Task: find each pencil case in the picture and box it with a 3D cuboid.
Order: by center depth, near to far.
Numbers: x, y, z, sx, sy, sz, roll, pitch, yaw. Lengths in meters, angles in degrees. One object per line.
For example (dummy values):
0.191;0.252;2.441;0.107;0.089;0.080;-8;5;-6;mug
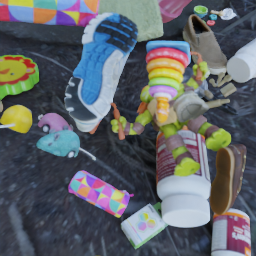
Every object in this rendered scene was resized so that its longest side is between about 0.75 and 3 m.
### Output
-1.648;-2.375;4.977;2.256;0.997;0.997;0;50;-21;pencil case
-0.535;1.250;5.392;1.199;0.530;0.530;25;55;3;pencil case

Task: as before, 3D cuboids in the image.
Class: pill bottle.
2.155;2.487;5.887;0.757;0.757;1.382;11;53;8;pill bottle
1.292;1.082;6.668;1.223;1.223;2.232;3;52;2;pill bottle
4.268;-2.342;9.421;1.878;1.065;1.065;-35;60;-23;pill bottle

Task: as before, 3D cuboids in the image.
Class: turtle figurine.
0.720;-0.136;5.570;2.828;0.911;2.281;-34;52;1;turtle figurine

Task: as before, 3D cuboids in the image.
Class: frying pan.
2.070;-1.139;8.959;1.615;0.435;2.670;-22;52;-16;frying pan

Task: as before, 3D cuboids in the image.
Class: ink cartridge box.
0.457;2.160;6.406;1.126;0.334;0.585;-28;57;-20;ink cartridge box

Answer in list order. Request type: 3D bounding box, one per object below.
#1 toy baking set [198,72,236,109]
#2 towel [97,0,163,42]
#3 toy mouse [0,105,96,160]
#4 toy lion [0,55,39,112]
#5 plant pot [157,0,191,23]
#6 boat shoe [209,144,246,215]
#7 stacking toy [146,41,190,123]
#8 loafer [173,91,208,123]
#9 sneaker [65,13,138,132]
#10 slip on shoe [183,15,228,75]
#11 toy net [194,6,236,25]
1.831;-0.791;6.237;1.178;0.137;0.904;-16;46;38;toy baking set
0.004;-2.852;7.006;1.623;0.399;2.188;-13;55;7;towel
-1.277;0.058;4.957;1.749;1.968;0.381;27;97;-12;toy mouse
-4.420;-1.663;9.141;2.659;0.913;2.549;17;47;13;toy lion
1.305;-4.092;8.023;1.474;1.646;1.646;-11;36;49;plant pot
1.692;0.873;4.651;0.451;1.283;0.452;-10;29;-27;boat shoe
0.496;-0.593;3.830;0.598;0.632;1.089;5;79;16;stacking toy
0.888;-0.345;4.209;0.424;1.122;0.383;-43;72;18;loafer
-0.521;-1.023;5.111;0.908;1.050;2.423;20;66;-1;sneaker
2.783;-3.055;10.115;1.048;0.835;2.756;-9;53;-7;slip on shoe
3.710;-4.739;11.724;1.857;0.359;0.974;-7;53;-5;toy net
